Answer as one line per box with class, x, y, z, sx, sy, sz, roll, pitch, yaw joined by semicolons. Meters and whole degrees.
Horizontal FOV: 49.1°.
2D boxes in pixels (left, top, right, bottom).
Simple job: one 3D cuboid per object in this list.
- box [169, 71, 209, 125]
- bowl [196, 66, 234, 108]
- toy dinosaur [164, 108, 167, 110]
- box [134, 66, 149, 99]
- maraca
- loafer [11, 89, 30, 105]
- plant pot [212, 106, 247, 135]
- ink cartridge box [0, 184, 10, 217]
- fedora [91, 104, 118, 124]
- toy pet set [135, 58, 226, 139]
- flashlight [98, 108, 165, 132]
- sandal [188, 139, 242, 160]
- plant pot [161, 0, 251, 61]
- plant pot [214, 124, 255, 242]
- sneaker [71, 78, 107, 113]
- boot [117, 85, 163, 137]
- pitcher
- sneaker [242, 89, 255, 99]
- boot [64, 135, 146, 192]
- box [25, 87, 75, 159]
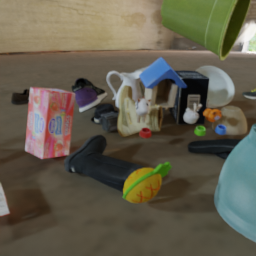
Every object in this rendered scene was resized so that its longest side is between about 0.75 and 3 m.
box;2.401;-1.273;11.372;1.150;1.856;1.825;0;20;-3
bowl;3.857;-1.803;13.428;2.168;2.168;0.974;-5;-20;-15
toy dinosaur;1.858;-1.378;13.574;1.304;0.702;2.958;-6;23;-6
box;0.905;-1.987;12.549;1.320;1.125;2.065;-19;1;-9
maraca;0.398;1.107;5.764;1.182;0.810;0.632;-37;65;-1
loafer;-4.972;-1.639;14.161;1.858;0.663;0.678;-18;26;-40
plant pot;3.768;-0.335;10.315;1.224;0.822;1.224;0;19;0
ink cartridge box;-2.927;1.572;5.650;0.845;0.390;1.551;-12;24;-29
fedora;-0.958;-0.627;11.253;1.217;0.556;1.217;-8;24;4
toy pet set;1.536;-1.073;9.024;2.811;1.493;2.625;-3;36;-13
flashlight;0.211;-0.426;10.670;2.515;0.851;0.854;-17;69;-32
sandal;2.827;0.656;8.199;2.133;0.510;0.802;-2;16;34
plant pot;2.784;-4.337;10.516;2.714;2.858;2.858;25;29;22
plant pot;3.161;0.882;5.539;2.631;1.763;2.631;1;19;0
sneaker;-1.735;-1.700;12.520;1.131;1.308;2.987;-25;13;7
boot;0.437;-0.698;9.728;1.530;0.717;1.969;-8;61;22
pitcher;-0.156;-1.409;11.456;1.543;1.798;1.090;7;28;-2
sneaker;6.906;-1.908;14.875;1.634;0.692;0.609;1;19;3
boot;-0.399;0.838;7.130;1.929;0.633;1.590;9;34;32
box;-2.248;-0.160;8.028;0.891;1.882;0.966;17;12;37
